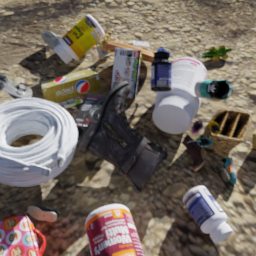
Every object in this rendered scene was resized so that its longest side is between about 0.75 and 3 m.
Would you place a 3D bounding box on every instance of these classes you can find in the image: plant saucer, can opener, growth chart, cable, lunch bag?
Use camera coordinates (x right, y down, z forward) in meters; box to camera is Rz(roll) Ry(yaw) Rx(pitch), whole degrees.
[{"bbox_3d":[0.146,-3.335,12.288,2.433,0.393,2.433,15,12,-3],"label":"plant saucer"},{"bbox_3d":[-4.671,-1.501,10.021,2.415,0.807,0.644,21,43,-23],"label":"can opener"},{"bbox_3d":[-2.591,-1.309,11.422,1.200,0.147,1.658,-27,51,-21],"label":"growth chart"},{"bbox_3d":[-3.010,0.325,8.360,2.974,1.030,2.975,8,44,4],"label":"cable"},{"bbox_3d":[-2.768,2.980,6.822,1.468,0.683,1.667,-18,48,-17],"label":"lunch bag"}]

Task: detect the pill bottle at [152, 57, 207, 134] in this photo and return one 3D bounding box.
[{"bbox_3d":[1.903,-1.215,10.315,1.602,1.602,2.826,14,47,13],"label":"pill bottle"}]

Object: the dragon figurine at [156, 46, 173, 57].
[{"bbox_3d":[1.422,-2.779,10.982,0.510,0.861,1.733,42,29,9],"label":"dragon figurine"}]

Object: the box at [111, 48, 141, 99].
[{"bbox_3d":[-0.097,-2.156,11.125,1.036,1.882,0.327,8,13,6],"label":"box"}]

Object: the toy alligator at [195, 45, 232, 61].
[{"bbox_3d":[4.013,-3.505,13.353,1.936,0.465,0.642,-9,78,-10],"label":"toy alligator"}]

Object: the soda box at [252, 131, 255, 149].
[{"bbox_3d":[5.012,0.048,9.655,1.867,0.632,0.598,-36,38,-30],"label":"soda box"}]

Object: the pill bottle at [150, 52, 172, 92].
[{"bbox_3d":[1.079,-1.821,9.139,0.684,1.224,0.684,1,3,0],"label":"pill bottle"}]

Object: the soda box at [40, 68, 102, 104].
[{"bbox_3d":[-2.242,-1.648,11.053,2.249,0.762,0.720,-18,37,-12],"label":"soda box"}]

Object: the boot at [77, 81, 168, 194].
[{"bbox_3d":[0.112,0.234,8.823,2.582,1.027,2.966,29,72,3],"label":"boot"}]

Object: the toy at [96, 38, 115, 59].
[{"bbox_3d":[-0.962,-3.786,13.423,0.271,0.660,1.147,29,56,36],"label":"toy"}]

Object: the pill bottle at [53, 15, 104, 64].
[{"bbox_3d":[-2.166,-3.805,12.236,2.151,1.175,1.175,-41,53,1],"label":"pill bottle"}]

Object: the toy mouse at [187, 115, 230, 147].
[{"bbox_3d":[2.343,0.205,8.855,1.115,0.243,1.254,-37,65,6],"label":"toy mouse"}]

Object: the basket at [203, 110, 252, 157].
[{"bbox_3d":[3.247,-0.014,9.298,1.060,1.107,1.485,35,53,5],"label":"basket"}]

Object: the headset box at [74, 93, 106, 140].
[{"bbox_3d":[-1.001,-0.423,10.111,1.459,0.757,1.960,8,48,8],"label":"headset box"}]

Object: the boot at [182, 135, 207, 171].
[{"bbox_3d":[2.032,0.791,8.964,0.906,0.394,1.089,42,42,-2],"label":"boot"}]

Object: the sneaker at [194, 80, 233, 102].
[{"bbox_3d":[3.225,-1.267,9.712,2.177,0.777,0.870,-6,12,-44],"label":"sneaker"}]

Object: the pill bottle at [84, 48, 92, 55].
[{"bbox_3d":[-2.181,-4.578,13.934,1.106,1.106,1.909,4,47,4],"label":"pill bottle"}]

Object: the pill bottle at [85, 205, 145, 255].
[{"bbox_3d":[-0.223,2.995,6.459,1.186,1.186,2.165,-13,47,-12],"label":"pill bottle"}]

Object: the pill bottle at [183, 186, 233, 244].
[{"bbox_3d":[2.113,2.298,7.442,0.756,0.756,1.362,-17,48,-16],"label":"pill bottle"}]

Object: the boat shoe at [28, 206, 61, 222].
[{"bbox_3d":[-2.336,2.358,7.764,0.963,0.346,0.326,8,8,18],"label":"boat shoe"}]

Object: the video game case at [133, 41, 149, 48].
[{"bbox_3d":[0.638,-4.153,13.919,0.779,0.070,0.558,3,39,-9],"label":"video game case"}]

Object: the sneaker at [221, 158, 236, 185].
[{"bbox_3d":[3.119,1.348,8.698,0.372,0.332,0.932,-5,49,9],"label":"sneaker"}]

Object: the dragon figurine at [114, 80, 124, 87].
[{"bbox_3d":[-0.316,-1.510,10.583,0.221,0.374,0.753,11,75,51],"label":"dragon figurine"}]

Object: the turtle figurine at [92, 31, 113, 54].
[{"bbox_3d":[-1.120,-3.988,12.955,1.173,0.946,0.378,9,9,-17],"label":"turtle figurine"}]

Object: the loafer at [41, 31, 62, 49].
[{"bbox_3d":[-3.420,-4.084,13.648,0.734,0.733,2.100,-46,59,-9],"label":"loafer"}]

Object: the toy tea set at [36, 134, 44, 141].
[{"bbox_3d":[-2.864,-0.004,9.889,0.947,0.590,1.593,-36,69,-1],"label":"toy tea set"}]
